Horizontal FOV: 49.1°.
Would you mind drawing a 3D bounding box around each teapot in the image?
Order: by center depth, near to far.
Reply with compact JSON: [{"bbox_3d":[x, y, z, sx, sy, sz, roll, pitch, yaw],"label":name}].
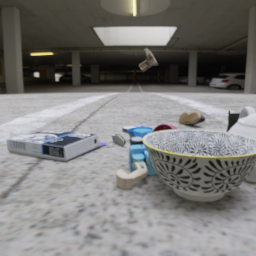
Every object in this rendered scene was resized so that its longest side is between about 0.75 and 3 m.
[{"bbox_3d":[4.174,0.357,8.521,2.743,2.030,2.779,-10,14,-44],"label":"teapot"}]

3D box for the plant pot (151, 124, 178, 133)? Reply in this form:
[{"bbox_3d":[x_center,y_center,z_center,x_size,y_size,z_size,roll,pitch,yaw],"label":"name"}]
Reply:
[{"bbox_3d":[1.591,0.524,10.323,1.109,1.239,1.239,12,-1,-45],"label":"plant pot"}]

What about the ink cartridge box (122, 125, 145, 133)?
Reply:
[{"bbox_3d":[0.512,0.101,14.714,1.235,0.270,1.246,-7,11,-34],"label":"ink cartridge box"}]

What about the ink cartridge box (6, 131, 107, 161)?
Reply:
[{"bbox_3d":[-2.752,0.555,11.378,2.872,0.629,2.899,4,10,26],"label":"ink cartridge box"}]

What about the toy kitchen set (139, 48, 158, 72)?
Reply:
[{"bbox_3d":[0.837,-2.912,12.555,0.784,0.709,0.869,-32,-28,13],"label":"toy kitchen set"}]

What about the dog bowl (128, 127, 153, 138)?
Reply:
[{"bbox_3d":[0.972,0.408,12.294,1.272,0.566,2.281,-10,14,-43],"label":"dog bowl"}]

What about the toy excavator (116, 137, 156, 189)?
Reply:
[{"bbox_3d":[0.434,1.040,8.275,1.882,0.967,1.936,-4,20,-14],"label":"toy excavator"}]

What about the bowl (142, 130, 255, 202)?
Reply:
[{"bbox_3d":[1.811,0.958,7.083,2.917,1.369,2.917,0,11,0],"label":"bowl"}]

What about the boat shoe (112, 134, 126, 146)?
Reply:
[{"bbox_3d":[-0.333,0.486,12.163,0.423,0.449,1.250,-9,11,-20],"label":"boat shoe"}]

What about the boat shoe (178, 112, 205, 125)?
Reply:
[{"bbox_3d":[3.806,-0.513,16.900,0.730,0.811,2.254,23,-9,-17],"label":"boat shoe"}]

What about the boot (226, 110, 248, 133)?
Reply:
[{"bbox_3d":[4.751,0.205,10.642,2.254,1.559,0.873,9,14,37],"label":"boot"}]
